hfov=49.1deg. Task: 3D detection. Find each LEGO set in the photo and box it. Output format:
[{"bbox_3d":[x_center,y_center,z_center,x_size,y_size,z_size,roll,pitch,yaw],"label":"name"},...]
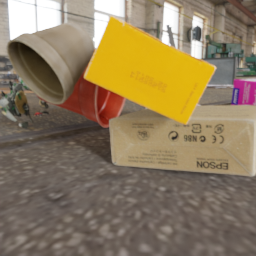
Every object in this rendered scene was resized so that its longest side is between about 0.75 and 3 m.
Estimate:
[{"bbox_3d":[-3.717,-0.892,9.740,0.828,1.896,2.920,3,-12,8],"label":"LEGO set"}]

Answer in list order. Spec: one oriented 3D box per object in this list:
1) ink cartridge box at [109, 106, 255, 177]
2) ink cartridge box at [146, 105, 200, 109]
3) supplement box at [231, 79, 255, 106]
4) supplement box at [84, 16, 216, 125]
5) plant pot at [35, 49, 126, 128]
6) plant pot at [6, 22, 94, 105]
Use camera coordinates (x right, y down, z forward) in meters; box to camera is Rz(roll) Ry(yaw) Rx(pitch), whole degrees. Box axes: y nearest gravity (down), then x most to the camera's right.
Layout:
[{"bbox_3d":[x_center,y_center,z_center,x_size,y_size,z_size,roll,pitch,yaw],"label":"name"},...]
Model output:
[{"bbox_3d":[1.368,0.128,6.154,2.821,1.059,2.324,1,9,29],"label":"ink cartridge box"},{"bbox_3d":[1.887,-0.454,10.168,2.364,0.788,1.369,-1,11,-5],"label":"ink cartridge box"},{"bbox_3d":[3.647,-0.684,7.072,0.979,0.959,1.895,-5,16,-22],"label":"supplement box"},{"bbox_3d":[0.270,-1.145,5.461,1.788,1.043,2.837,23,11,-9],"label":"supplement box"},{"bbox_3d":[-1.649,-1.634,9.725,2.635,2.710,2.710,15,15,17],"label":"plant pot"},{"bbox_3d":[-1.423,-1.434,5.681,1.489,1.489,1.292,10,48,41],"label":"plant pot"}]
